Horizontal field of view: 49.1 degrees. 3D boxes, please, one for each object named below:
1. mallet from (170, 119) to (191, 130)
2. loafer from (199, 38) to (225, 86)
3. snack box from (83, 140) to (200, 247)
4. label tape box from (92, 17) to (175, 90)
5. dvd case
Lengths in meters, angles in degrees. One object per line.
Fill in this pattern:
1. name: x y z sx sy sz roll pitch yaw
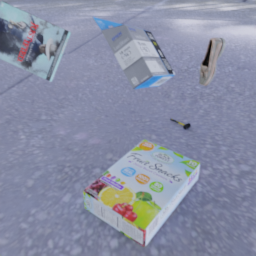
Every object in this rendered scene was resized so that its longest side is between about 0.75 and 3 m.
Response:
1. mallet: 2.075 -0.205 11.119 0.303 0.190 0.921 -22 36 -28
2. loafer: 1.956 -1.620 6.880 0.385 1.226 0.441 -1 34 -26
3. snack box: 0.449 1.604 7.898 2.042 0.761 2.872 24 41 31
4. label tape box: 0.285 -2.867 9.953 0.917 2.898 2.090 -31 -5 31
5. dvd case: -3.525 -2.994 9.776 2.591 1.892 0.285 25 9 0
